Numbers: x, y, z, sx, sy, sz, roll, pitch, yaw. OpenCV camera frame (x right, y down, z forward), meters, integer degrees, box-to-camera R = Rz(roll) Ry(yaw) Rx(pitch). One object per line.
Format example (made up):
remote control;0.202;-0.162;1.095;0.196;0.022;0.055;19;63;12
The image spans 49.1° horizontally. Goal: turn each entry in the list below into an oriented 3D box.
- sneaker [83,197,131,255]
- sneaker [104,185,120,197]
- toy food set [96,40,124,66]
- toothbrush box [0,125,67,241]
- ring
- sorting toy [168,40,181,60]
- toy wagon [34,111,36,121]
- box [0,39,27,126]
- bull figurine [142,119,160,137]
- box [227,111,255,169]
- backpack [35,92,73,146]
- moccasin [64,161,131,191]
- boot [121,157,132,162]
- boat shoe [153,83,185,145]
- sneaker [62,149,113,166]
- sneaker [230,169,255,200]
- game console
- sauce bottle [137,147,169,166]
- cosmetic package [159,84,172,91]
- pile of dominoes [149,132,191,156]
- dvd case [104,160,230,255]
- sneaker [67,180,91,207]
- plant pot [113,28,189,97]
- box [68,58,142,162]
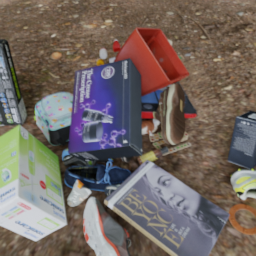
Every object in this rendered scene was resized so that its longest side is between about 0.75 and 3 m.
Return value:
sneaker;-0.457;2.601;6.794;0.867;0.816;2.117;7;34;-34
sneaker;0.016;1.765;7.796;1.354;0.526;0.584;9;36;-3
toy food set;-0.569;-3.469;12.944;1.932;0.922;0.869;-13;44;6
toothbrush box;-2.563;1.363;7.104;1.008;1.704;2.341;-29;43;8
ring;3.095;2.378;7.357;0.877;0.084;0.877;0;41;0
sorting toy;1.348;-3.053;10.974;1.903;0.280;1.407;18;63;-12
toy wagon;-3.091;-0.450;10.433;0.776;0.198;1.000;-8;42;-8
box;-5.198;-1.370;9.366;2.872;2.974;0.707;-3;34;-1
bull figurine;0.551;0.047;9.665;1.446;0.471;0.878;-11;46;-7
box;3.610;0.327;8.240;0.758;1.417;1.051;20;25;39
backpack;-2.319;-0.426;9.536;1.561;1.361;1.776;-24;42;-29
moccasin;-0.844;1.404;7.988;1.943;0.663;0.782;-4;43;-8
boot;-0.353;0.540;8.999;0.998;0.485;1.326;-8;55;19
boat shoe;1.240;-0.365;8.739;0.895;0.894;2.420;-19;35;31
sneaker;-1.249;0.980;8.621;1.541;0.639;0.546;4;9;-16
sneaker;3.961;1.640;7.628;2.152;0.811;0.822;-5;42;16
game console;0.979;-1.200;10.654;2.648;0.465;2.994;-1;31;-3
sauce bottle;0.779;0.867;8.693;0.989;0.327;0.327;-24;45;-2
cosmetic package;0.788;-2.065;10.931;1.878;0.762;1.060;13;25;14
pile of dominoes;1.398;0.365;9.384;1.312;0.209;1.022;-15;43;-28
dvd case;1.020;2.041;7.089;2.656;0.212;1.975;32;42;22
sneaker;-1.318;1.776;7.267;0.474;1.252;0.576;38;64;11
plant pot;0.607;-2.014;9.488;1.946;1.715;1.944;57;34;2
box;-0.609;-0.477;8.063;1.856;1.037;2.629;-8;66;18
